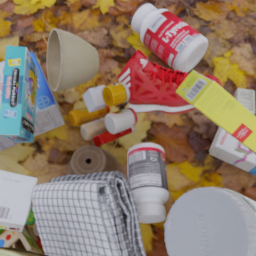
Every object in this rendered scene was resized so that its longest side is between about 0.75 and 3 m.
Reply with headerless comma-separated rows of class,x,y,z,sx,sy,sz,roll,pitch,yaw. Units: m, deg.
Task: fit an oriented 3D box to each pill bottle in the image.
pill bottle,0.510,1.439,7.333,1.049,1.049,1.895,-1,57,0
pill bottle,1.600,-3.702,11.432,1.682,1.682,2.997,-40,71,-17

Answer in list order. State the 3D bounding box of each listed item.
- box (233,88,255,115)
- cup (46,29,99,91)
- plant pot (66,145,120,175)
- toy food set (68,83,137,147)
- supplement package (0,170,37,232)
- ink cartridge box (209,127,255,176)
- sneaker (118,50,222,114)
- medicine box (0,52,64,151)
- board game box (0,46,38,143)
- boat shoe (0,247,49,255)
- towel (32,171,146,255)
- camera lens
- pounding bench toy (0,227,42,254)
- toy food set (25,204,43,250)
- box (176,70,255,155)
box,4.409,-0.907,10.702,0.662,0.564,1.035,10,65,5
cup,-1.553,-1.891,8.028,1.209,1.691,1.691,-3,62,-29
plant pot,-1.193,1.308,9.074,1.852,1.615,1.852,0,63,1
toy food set,-0.449,-0.385,7.682,1.310,2.912,1.390,-21,86,-33
supplement package,-2.965,1.857,6.879,1.112,1.955,1.071,16,62,-14
ink cartridge box,4.039,0.616,9.828,1.944,0.823,1.405,24,67,12
sneaker,0.890,-1.322,7.603,2.936,1.696,1.150,-9,37,35
medicine box,-4.218,-0.932,10.202,2.894,1.490,2.636,-24,66,-11
board game box,-2.988,-0.823,7.819,0.540,1.737,2.301,2,81,-7
boat shoe,-1.855,2.452,4.867,1.821,0.664,0.573,9,68,5
towel,-0.777,2.295,6.045,2.189,1.131,2.644,-11,96,36
camera lens,2.296,2.519,6.336,2.051,2.565,2.051,-21,56,35
pounding bench toy,-3.651,3.494,8.233,1.381,1.100,1.770,-38,59,-19
toy food set,-2.340,2.879,8.956,1.845,0.449,1.826,37,70,15
box,2.473,-0.240,6.702,0.701,2.796,1.052,-52,28,12
